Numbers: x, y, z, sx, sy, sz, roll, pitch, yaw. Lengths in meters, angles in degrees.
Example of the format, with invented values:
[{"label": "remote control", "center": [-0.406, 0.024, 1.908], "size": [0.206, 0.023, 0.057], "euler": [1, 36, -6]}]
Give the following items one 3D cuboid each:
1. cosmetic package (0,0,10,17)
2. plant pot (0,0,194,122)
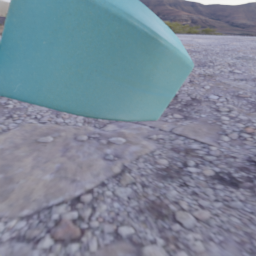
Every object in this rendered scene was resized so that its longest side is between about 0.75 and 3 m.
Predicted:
[{"label": "cosmetic package", "center": [-3.941, -4.025, 8.612], "size": [1.033, 0.815, 1.920], "euler": [-12, 11, 23]}, {"label": "plant pot", "center": [-0.452, -1.277, 4.600], "size": [2.666, 1.884, 1.883], "euler": [20, 33, -20]}]
